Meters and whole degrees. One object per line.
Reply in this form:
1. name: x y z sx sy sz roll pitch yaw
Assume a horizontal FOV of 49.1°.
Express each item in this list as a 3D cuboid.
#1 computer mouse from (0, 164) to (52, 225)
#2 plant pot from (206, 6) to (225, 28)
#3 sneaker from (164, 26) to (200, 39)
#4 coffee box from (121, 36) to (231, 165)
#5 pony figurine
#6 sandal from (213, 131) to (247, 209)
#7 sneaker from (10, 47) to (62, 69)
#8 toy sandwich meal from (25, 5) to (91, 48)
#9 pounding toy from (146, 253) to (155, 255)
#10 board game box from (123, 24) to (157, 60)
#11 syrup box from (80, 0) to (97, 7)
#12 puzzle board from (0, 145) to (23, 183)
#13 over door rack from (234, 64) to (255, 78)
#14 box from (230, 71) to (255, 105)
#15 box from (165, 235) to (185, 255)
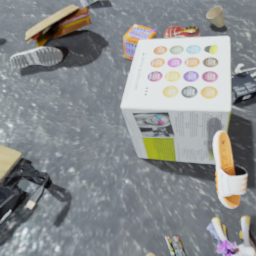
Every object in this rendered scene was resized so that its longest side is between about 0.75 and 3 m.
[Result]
1. computer mouse: -3.238 2.197 7.818 1.838 0.602 2.617 7 45 39
2. plant pot: 4.142 -5.054 12.962 0.733 0.782 0.733 -29 40 28
3. sneaker: 2.368 -4.053 12.453 1.668 0.685 0.649 13 71 27
4. coffee box: 1.610 -0.781 8.552 2.732 2.763 2.759 3 56 16
5. pony figurine: 2.707 3.194 7.059 1.761 1.519 1.824 1 40 -10
6. sandal: 2.086 0.869 5.630 0.629 0.470 1.641 -16 97 -35
7. sneaker: -3.753 -2.978 11.526 2.051 0.766 0.841 -8 28 -10
8. toy sandwich meal: -2.956 -4.187 11.833 2.911 0.997 2.911 -26 23 12
9. pounding toy: 1.142 3.782 6.615 1.178 1.174 2.053 -32 61 -20
10. board game box: 0.495 -3.497 11.708 1.034 1.035 1.034 22 55 18
11. syrup box: -1.822 -6.641 14.022 1.282 0.505 0.522 -25 58 7
12. puzzle board: -5.067 1.223 8.760 2.838 0.247 2.139 17 53 18
13. over door rack: 5.082 -1.689 10.598 2.065 0.688 1.525 -7 53 -31
14. box: 4.266 -1.526 10.643 1.044 0.544 0.951 -16 63 -11
15. box: 1.289 3.247 7.394 0.155 0.532 0.778 -34 54 21
